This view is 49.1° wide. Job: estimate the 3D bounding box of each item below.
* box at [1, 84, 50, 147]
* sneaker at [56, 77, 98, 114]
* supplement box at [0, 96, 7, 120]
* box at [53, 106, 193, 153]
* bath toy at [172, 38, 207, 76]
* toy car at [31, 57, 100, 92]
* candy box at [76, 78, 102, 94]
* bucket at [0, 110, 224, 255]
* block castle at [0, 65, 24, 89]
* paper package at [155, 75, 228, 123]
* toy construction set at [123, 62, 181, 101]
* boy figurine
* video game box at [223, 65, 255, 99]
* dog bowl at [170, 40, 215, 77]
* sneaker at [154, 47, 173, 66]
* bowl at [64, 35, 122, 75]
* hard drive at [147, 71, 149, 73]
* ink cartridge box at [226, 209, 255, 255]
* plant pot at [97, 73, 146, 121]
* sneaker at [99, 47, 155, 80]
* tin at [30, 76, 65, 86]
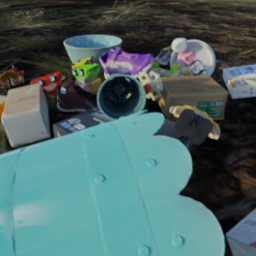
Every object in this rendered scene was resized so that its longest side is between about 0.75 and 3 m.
[{"bbox_3d":[-2.902,-0.451,8.093,1.063,0.870,2.239,-16,30,-11],"label":"box"},{"bbox_3d":[-1.456,-1.056,8.943,1.975,1.141,0.747,3,32,13],"label":"sneaker"},{"bbox_3d":[-4.493,-0.706,9.080,1.366,0.502,0.861,10,31,18],"label":"supplement box"},{"bbox_3d":[-0.157,0.261,7.178,2.881,0.735,2.272,26,38,38],"label":"box"},{"bbox_3d":[2.098,-2.454,10.006,0.775,1.781,0.658,-33,31,17],"label":"bath toy"},{"bbox_3d":[-1.830,-1.899,10.071,2.774,0.619,2.611,-32,26,-29],"label":"toy car"},{"bbox_3d":[-1.736,-1.503,10.546,0.846,0.409,1.450,14,31,27],"label":"candy box"},{"bbox_3d":[-0.348,1.339,3.196,1.927,2.962,2.962,-14,32,-7],"label":"bucket"},{"bbox_3d":[-4.966,-2.066,11.323,0.876,0.615,1.311,26,39,37],"label":"block castle"},{"bbox_3d":[1.985,-0.971,9.096,1.852,0.958,1.766,-3,30,-7],"label":"paper package"},{"bbox_3d":[0.894,-1.480,9.750,1.931,1.357,2.945,13,22,24],"label":"toy construction set"},{"bbox_3d":[1.677,-0.142,7.122,1.369,0.709,2.202,32,11,11],"label":"boy figurine"},{"bbox_3d":[4.857,-1.861,10.775,2.029,0.521,2.228,-7,28,13],"label":"video game box"},{"bbox_3d":[2.506,-2.511,10.938,1.689,1.689,0.665,6,8,11],"label":"dog bowl"},{"bbox_3d":[1.715,-3.533,13.725,0.702,0.741,1.803,17,35,27],"label":"sneaker"},{"bbox_3d":[-1.554,-3.262,12.660,2.556,1.337,2.556,1,30,0],"label":"bowl"},{"bbox_3d":[0.097,-2.254,11.990,1.417,0.268,0.990,-26,39,-38],"label":"hard drive"},{"bbox_3d":[2.425,1.532,4.267,1.609,0.543,0.937,-26,10,-26],"label":"ink cartridge box"},{"bbox_3d":[-0.207,-0.922,7.466,1.209,1.209,1.184,-2,21,-4],"label":"plant pot"},{"bbox_3d":[-0.167,-2.355,9.929,2.398,1.060,0.964,4,47,44],"label":"sneaker"},{"bbox_3d":[-3.187,-1.822,11.204,0.810,0.303,1.446,22,34,38],"label":"tin"}]
